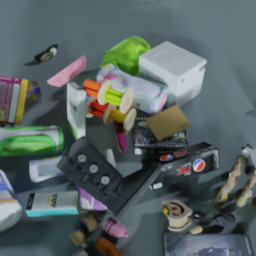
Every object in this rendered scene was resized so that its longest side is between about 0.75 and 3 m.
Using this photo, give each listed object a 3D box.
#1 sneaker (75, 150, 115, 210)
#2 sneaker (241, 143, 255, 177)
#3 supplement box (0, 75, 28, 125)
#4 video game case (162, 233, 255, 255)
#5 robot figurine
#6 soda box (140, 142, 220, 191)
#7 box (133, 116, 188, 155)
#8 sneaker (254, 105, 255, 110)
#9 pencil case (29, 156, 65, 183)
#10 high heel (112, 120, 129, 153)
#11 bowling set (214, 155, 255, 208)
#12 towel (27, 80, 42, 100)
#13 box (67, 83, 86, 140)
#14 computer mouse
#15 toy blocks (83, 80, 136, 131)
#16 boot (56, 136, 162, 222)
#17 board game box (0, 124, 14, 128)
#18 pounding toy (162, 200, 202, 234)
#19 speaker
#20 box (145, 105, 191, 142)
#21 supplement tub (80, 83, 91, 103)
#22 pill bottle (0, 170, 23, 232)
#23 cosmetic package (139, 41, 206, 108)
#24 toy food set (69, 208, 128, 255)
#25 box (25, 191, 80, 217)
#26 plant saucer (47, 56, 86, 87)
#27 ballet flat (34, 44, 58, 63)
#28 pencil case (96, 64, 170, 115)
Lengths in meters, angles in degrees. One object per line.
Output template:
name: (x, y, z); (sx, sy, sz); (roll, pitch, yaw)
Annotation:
sneaker: (-1.089, 1.622, 9.189); (1.286, 0.818, 2.256); (-5, 42, 7)
sneaker: (3.790, 0.961, 8.922); (0.684, 0.444, 1.184); (47, 45, -16)
supplement box: (-5.187, -1.186, 10.524); (2.504, 1.639, 1.292); (10, 13, -21)
video game case: (2.218, 3.735, 7.527); (2.487, 0.236, 1.776); (1, 46, 0)
robot figurine: (-0.028, -3.200, 13.194); (2.505, 1.652, 2.856); (2, 37, 47)
soda box: (1.739, 1.228, 9.336); (2.497, 0.791, 0.884); (-14, 17, -13)
box: (1.195, 0.273, 10.656); (2.018, 0.495, 1.626); (0, 50, 1)
sneaker: (5.763, -0.706, 11.726); (0.980, 0.362, 0.397); (19, 52, 19)
pencil case: (-2.481, 1.348, 9.450); (1.640, 0.744, 0.682); (-8, 10, -10)
high heel: (-0.049, 0.142, 10.686); (0.942, 0.660, 1.959); (-8, 47, -5)
bowling set: (3.712, 1.811, 8.794); (1.372, 1.058, 1.971); (24, 51, 22)
towel: (-4.187, -1.694, 12.424); (0.565, 0.786, 0.090); (-15, 3, -18)
box: (-1.921, -0.605, 10.297); (0.336, 1.847, 1.333); (-6, 25, -26)
computer mouse: (2.444, 2.601, 7.951); (1.660, 0.487, 0.283); (14, 48, -26)
toy blocks: (-1.049, -1.000, 10.261); (2.510, 2.092, 0.911); (20, 62, 18)
boot: (-0.532, 1.126, 8.216); (2.495, 0.819, 2.057); (40, 75, 9)
board game box: (-4.941, 0.354, 10.550); (1.136, 0.550, 0.906); (1, 46, 1)
pounding toy: (1.415, 2.734, 8.135); (0.795, 0.797, 1.390); (-8, 15, -22)
speaker: (-3.548, 0.459, 9.809); (2.404, 1.063, 1.063); (-2, 44, -22)
box: (1.481, -0.194, 10.431); (1.347, 0.143, 1.101); (-26, 55, -5)
supplement tub: (-1.860, -1.354, 11.998); (0.828, 0.828, 1.181); (19, 48, 18)
pill bottle: (-4.191, 1.995, 8.520); (1.214, 1.214, 2.166); (-29, 52, -25)
cosmetic package: (1.845, -2.290, 12.207); (1.821, 1.823, 2.209); (-34, 55, -28)
toy food set: (-0.801, 3.313, 7.785); (1.711, 0.424, 2.692); (-5, 46, -5)
box: (-2.173, 2.207, 8.151); (1.442, 0.354, 0.593); (-2, 44, 0)
plant saucer: (-2.458, -2.276, 11.575); (1.862, 0.472, 1.862); (-32, 16, 11)
ballet flat: (-4.180, -3.860, 14.704); (0.520, 0.517, 1.521); (39, 67, 21)
pencil case: (0.146, -1.562, 11.420); (2.964, 1.232, 1.344); (24, 66, 13)
